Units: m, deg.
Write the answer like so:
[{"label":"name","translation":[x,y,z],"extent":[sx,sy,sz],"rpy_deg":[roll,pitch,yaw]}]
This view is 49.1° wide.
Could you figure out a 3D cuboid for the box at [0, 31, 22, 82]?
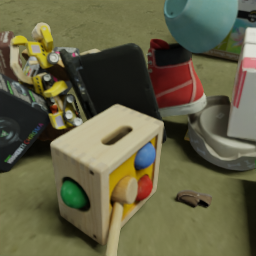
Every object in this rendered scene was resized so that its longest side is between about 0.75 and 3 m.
[{"label":"box","translation":[-5.064,-2.583,10.422],"extent":[1.759,1.444,1.459],"rpy_deg":[-10,40,-11]}]

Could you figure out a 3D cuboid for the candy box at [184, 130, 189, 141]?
[{"label":"candy box","translation":[2.025,0.089,8.343],"extent":[0.469,0.121,0.918],"rpy_deg":[18,43,17]}]

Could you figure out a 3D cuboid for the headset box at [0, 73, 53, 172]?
[{"label":"headset box","translation":[-3.346,-0.274,6.579],"extent":[1.983,2.278,1.057],"rpy_deg":[-47,47,9]}]

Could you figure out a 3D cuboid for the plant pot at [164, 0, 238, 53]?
[{"label":"plant pot","translation":[1.383,-2.517,6.038],"extent":[1.037,1.540,1.540],"rpy_deg":[9,31,-37]}]

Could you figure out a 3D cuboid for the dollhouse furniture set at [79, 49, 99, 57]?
[{"label":"dollhouse furniture set","translation":[-0.677,-1.978,9.938],"extent":[1.225,1.232,1.748],"rpy_deg":[-27,43,-28]}]

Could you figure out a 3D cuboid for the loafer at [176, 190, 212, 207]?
[{"label":"loafer","translation":[1.517,1.631,6.415],"extent":[0.809,0.295,0.287],"rpy_deg":[5,40,6]}]

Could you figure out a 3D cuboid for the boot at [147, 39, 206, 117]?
[{"label":"boot","translation":[0.472,-1.285,7.869],"extent":[2.956,2.133,1.070],"rpy_deg":[-12,28,26]}]

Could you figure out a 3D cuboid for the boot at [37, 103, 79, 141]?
[{"label":"boot","translation":[-1.642,-0.059,7.983],"extent":[2.440,0.916,1.308],"rpy_deg":[23,40,25]}]

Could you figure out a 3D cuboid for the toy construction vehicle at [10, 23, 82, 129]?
[{"label":"toy construction vehicle","translation":[-2.243,-1.189,7.120],"extent":[0.885,2.513,2.188],"rpy_deg":[-22,17,-26]}]

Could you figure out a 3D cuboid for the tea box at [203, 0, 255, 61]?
[{"label":"tea box","translation":[4.229,-4.577,11.759],"extent":[2.791,2.746,1.865],"rpy_deg":[18,44,20]}]

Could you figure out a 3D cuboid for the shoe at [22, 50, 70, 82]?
[{"label":"shoe","translation":[-2.392,-2.125,8.640],"extent":[2.468,0.863,0.659],"rpy_deg":[28,65,34]}]

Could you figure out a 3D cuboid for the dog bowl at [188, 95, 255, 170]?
[{"label":"dog bowl","translation":[2.841,0.106,7.756],"extent":[2.525,0.741,2.525],"rpy_deg":[3,41,-3]}]

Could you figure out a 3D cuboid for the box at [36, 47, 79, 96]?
[{"label":"box","translation":[-2.449,-2.072,10.116],"extent":[0.934,1.076,1.761],"rpy_deg":[8,41,12]}]

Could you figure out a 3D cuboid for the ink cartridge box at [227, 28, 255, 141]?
[{"label":"ink cartridge box","translation":[3.385,-1.207,7.327],"extent":[1.131,1.942,2.667],"rpy_deg":[10,40,16]}]

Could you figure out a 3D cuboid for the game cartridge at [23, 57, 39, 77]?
[{"label":"game cartridge","translation":[-2.938,-1.617,8.301],"extent":[0.189,0.925,0.616],"rpy_deg":[16,26,-39]}]

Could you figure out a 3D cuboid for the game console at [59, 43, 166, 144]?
[{"label":"game console","translation":[-0.433,-0.816,7.036],"extent":[1.517,2.607,2.293],"rpy_deg":[-25,31,-9]}]

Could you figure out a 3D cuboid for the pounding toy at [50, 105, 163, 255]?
[{"label":"pounding toy","translation":[-0.323,1.220,5.601],"extent":[1.757,2.275,2.472],"rpy_deg":[23,38,29]}]
